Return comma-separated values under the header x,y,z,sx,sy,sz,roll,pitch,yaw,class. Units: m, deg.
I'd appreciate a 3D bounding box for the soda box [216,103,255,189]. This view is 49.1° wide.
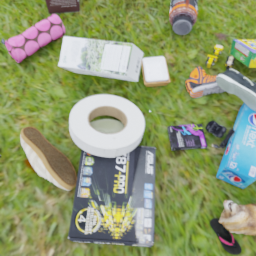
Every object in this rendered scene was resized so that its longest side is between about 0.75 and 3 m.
x,y,z,sx,sy,sz,roll,pitch,yaw,class
3.512,0.361,8.291,0.856,0.905,2.669,24,64,12,soda box

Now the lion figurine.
x,y,z,sx,sy,sz,roll,pitch,yaw,class
3.828,2.031,7.282,2.748,1.683,0.996,-11,75,-24,lion figurine

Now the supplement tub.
x,y,z,sx,sy,sz,roll,pitch,yaw,class
2.149,-4.578,10.881,1.070,1.070,2.000,8,61,4,supplement tub

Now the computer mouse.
x,y,z,sx,sy,sz,roll,pitch,yaw,class
2.748,0.243,8.611,0.751,0.246,1.069,-61,33,1,computer mouse

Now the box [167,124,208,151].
x,y,z,sx,sy,sz,roll,pitch,yaw,class
1.830,0.286,8.715,1.115,0.201,0.797,-5,62,-5,box

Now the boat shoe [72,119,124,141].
x,y,z,sx,sy,sz,roll,pitch,yaw,class
-0.908,0.172,8.571,1.723,0.571,0.644,-8,46,-21,boat shoe

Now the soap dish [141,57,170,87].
x,y,z,sx,sy,sz,roll,pitch,yaw,class
0.936,-1.944,9.801,0.883,0.456,1.122,-5,61,-2,soap dish

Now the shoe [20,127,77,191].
x,y,z,sx,sy,sz,roll,pitch,yaw,class
-2.369,0.961,8.189,2.388,0.637,0.835,45,28,19,shoe

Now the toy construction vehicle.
x,y,z,sx,sy,sz,roll,pitch,yaw,class
3.372,-2.496,10.183,0.942,0.381,1.082,17,59,17,toy construction vehicle

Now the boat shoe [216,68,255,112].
x,y,z,sx,sy,sz,roll,pitch,yaw,class
3.502,-1.129,8.208,0.590,0.739,1.955,-39,62,-9,boat shoe

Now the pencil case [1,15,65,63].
x,y,z,sx,sy,sz,roll,pitch,yaw,class
-3.410,-3.298,10.306,2.191,1.026,0.994,-38,100,-21,pencil case

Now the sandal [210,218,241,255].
x,y,z,sx,sy,sz,roll,pitch,yaw,class
2.539,2.843,7.325,0.391,0.235,1.042,-30,65,-16,sandal

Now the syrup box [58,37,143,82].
x,y,z,sx,sy,sz,roll,pitch,yaw,class
-0.919,-2.245,9.191,2.547,1.037,1.003,12,93,21,syrup box

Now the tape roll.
x,y,z,sx,sy,sz,roll,pitch,yaw,class
-0.611,-0.113,8.181,2.222,0.406,2.222,6,47,-6,tape roll

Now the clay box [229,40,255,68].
x,y,z,sx,sy,sz,roll,pitch,yaw,class
4.987,-2.600,9.687,2.439,0.581,1.402,-5,35,-10,clay box

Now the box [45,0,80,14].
x,y,z,sx,sy,sz,roll,pitch,yaw,class
-2.711,-5.683,11.192,1.315,1.601,1.328,-7,62,-4,box

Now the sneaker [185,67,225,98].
x,y,z,sx,sy,sz,roll,pitch,yaw,class
2.796,-1.693,9.547,1.767,0.685,0.990,-12,62,-8,sneaker

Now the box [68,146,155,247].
x,y,z,sx,sy,sz,roll,pitch,yaw,class
-0.357,1.767,7.676,2.151,0.655,2.668,5,62,0,box
